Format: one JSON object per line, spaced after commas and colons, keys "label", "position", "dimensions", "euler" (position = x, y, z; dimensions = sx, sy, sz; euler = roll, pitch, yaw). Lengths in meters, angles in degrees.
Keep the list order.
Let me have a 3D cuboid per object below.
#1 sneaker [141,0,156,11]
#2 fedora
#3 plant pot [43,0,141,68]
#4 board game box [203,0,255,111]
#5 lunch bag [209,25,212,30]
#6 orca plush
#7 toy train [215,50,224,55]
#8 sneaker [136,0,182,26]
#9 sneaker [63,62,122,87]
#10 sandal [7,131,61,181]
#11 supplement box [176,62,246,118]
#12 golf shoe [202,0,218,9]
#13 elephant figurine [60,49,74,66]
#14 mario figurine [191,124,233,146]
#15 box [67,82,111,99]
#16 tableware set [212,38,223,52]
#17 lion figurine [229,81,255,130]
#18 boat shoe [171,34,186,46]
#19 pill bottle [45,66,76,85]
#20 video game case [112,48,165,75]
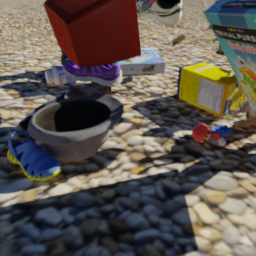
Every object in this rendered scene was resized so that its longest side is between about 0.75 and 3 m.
{"label": "sneaker", "position": [0.697, -4.365, 8.549], "dimensions": [0.717, 1.501, 0.595], "euler": [31, 36, -1]}
{"label": "fedora", "position": [-1.349, 0.067, 7.681], "dimensions": [2.564, 1.158, 2.268], "euler": [-23, 37, -30]}
{"label": "plant pot", "position": [-0.836, -2.317, 6.161], "dimensions": [1.474, 1.672, 1.671], "euler": [-31, 54, -16]}
{"label": "board game box", "position": [2.876, -1.257, 5.676], "dimensions": [0.674, 2.871, 2.168], "euler": [-37, 25, 4]}
{"label": "lunch bag", "position": [3.298, -3.465, 9.224], "dimensions": [0.819, 0.841, 1.237], "euler": [44, -1, 2]}
{"label": "orca plush", "position": [-2.612, -0.391, 9.223], "dimensions": [1.034, 0.699, 1.965], "euler": [-35, 6, 34]}
{"label": "toy train", "position": [4.264, -3.165, 11.802], "dimensions": [1.156, 0.265, 0.197], "euler": [15, 16, 26]}
{"label": "sneaker", "position": [0.898, -5.384, 11.829], "dimensions": [2.947, 1.292, 1.115], "euler": [15, 72, 4]}
{"label": "sneaker", "position": [-1.063, -1.821, 8.536], "dimensions": [1.932, 0.806, 0.779], "euler": [12, 25, 17]}
{"label": "sandal", "position": [-2.446, 0.662, 7.032], "dimensions": [1.905, 0.829, 0.757], "euler": [22, 35, 29]}
{"label": "supplement box", "position": [2.996, -1.445, 10.136], "dimensions": [1.234, 1.227, 2.254], "euler": [-20, 36, -30]}
{"label": "golf shoe", "position": [3.368, -5.038, 10.591], "dimensions": [0.879, 1.068, 2.333], "euler": [-19, 2, 10]}
{"label": "elephant figurine", "position": [-2.435, -3.493, 13.308], "dimensions": [2.677, 1.894, 2.077], "euler": [-20, 4, -3]}
{"label": "mario figurine", "position": [2.409, 0.226, 8.244], "dimensions": [1.255, 0.665, 0.775], "euler": [-1, -7, -21]}
{"label": "box", "position": [-1.412, -1.229, 10.429], "dimensions": [0.797, 0.596, 1.591], "euler": [22, 36, 32]}
{"label": "tableware set", "position": [3.166, -2.680, 7.455], "dimensions": [0.349, 1.740, 1.150], "euler": [32, 22, -28]}
{"label": "lion figurine", "position": [3.891, -0.720, 8.209], "dimensions": [1.553, 2.535, 0.919], "euler": [-14, 67, 4]}
{"label": "boat shoe", "position": [2.285, -3.907, 12.587], "dimensions": [0.292, 0.311, 0.816], "euler": [22, -22, -28]}
{"label": "pill bottle", "position": [-2.823, -2.272, 12.003], "dimensions": [1.344, 0.753, 0.753], "euler": [-14, 34, -21]}
{"label": "video game case", "position": [0.385, -3.383, 14.032], "dimensions": [2.308, 0.579, 2.547], "euler": [-6, 31, -9]}
